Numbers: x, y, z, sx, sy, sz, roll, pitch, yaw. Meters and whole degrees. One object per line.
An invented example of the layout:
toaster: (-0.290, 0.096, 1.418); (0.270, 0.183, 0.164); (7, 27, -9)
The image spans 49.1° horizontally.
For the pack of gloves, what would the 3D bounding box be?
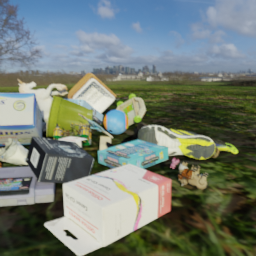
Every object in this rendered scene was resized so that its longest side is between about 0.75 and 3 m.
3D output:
pack of gloves: (-1.377, 0.003, 11.378); (1.115, 0.262, 1.327); (24, -14, 43)

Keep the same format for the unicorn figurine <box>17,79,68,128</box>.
unicorn figurine: (-3.638, -1.202, 12.648); (2.035, 2.962, 1.094); (-19, 2, -7)

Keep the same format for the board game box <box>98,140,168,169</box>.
board game box: (0.182, 0.908, 9.264); (1.888, 0.443, 1.425); (-13, 18, -42)

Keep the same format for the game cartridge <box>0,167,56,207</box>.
game cartridge: (-3.349, 1.472, 7.327); (2.828, 0.543, 1.833); (-1, 8, -12)

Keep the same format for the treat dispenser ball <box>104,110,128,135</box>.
treat dispenser ball: (-0.589, -0.271, 13.518); (1.189, 1.189, 1.189); (0, 13, 0)

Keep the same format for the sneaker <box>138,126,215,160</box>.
sneaker: (1.776, 0.570, 10.563); (2.857, 1.064, 1.209); (13, 7, 13)

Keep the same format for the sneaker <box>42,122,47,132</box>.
sneaker: (-5.167, -0.183, 13.240); (2.804, 1.149, 1.048); (-1, 13, -2)

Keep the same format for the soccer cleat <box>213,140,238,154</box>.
soccer cleat: (3.761, 0.783, 10.861); (0.958, 0.401, 0.310); (26, 46, 23)

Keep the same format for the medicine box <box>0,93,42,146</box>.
medicine box: (-4.632, -0.248, 10.724); (2.351, 1.329, 2.581); (-3, -17, -12)

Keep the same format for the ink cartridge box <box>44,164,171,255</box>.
ink cartridge box: (-0.397, 1.591, 6.038); (2.478, 0.836, 1.443); (-12, 17, -42)

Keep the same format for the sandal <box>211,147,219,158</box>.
sandal: (3.201, 0.893, 10.406); (0.273, 0.406, 1.012); (30, 7, -1)

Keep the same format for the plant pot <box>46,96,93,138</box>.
plant pot: (-2.653, -0.373, 13.046); (1.889, 1.962, 1.962); (10, 11, -9)

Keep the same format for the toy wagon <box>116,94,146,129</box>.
toy wagon: (-0.186, -0.726, 15.067); (2.361, 0.467, 1.832); (-29, 45, 19)

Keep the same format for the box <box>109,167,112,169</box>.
box: (-0.010, 1.107, 9.774); (1.462, 0.156, 1.195); (-3, 13, -12)

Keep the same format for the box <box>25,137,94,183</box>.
box: (-1.899, 0.880, 7.676); (1.372, 0.806, 1.350); (12, 10, -37)

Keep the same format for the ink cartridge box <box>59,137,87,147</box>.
ink cartridge box: (-2.379, 0.785, 10.181); (0.997, 0.573, 1.702); (6, 14, 35)

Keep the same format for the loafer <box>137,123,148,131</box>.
loafer: (0.927, 0.067, 14.006); (0.428, 0.440, 1.205); (10, 11, -44)

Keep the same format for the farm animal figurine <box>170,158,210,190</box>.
farm animal figurine: (1.682, 1.350, 7.916); (0.913, 0.569, 1.131); (15, 9, -11)

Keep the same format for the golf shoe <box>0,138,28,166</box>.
golf shoe: (-3.657, 0.966, 9.314); (1.045, 0.842, 2.150); (35, -12, -12)

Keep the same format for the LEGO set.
LEGO set: (-2.226, 0.087, 11.528); (1.683, 0.975, 1.294); (-6, -28, 11)

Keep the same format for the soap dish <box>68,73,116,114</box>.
soap dish: (-2.201, -1.996, 17.078); (2.548, 2.005, 1.035); (39, 10, -48)

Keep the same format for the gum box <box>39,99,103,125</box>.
gum box: (-3.159, -0.901, 15.292); (2.835, 0.632, 2.409); (6, -15, 21)

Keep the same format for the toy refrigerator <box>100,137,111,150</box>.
toy refrigerator: (-0.904, 0.691, 11.115); (0.435, 0.401, 1.147); (2, 14, -6)

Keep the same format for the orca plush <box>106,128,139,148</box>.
orca plush: (0.096, 0.398, 11.021); (2.342, 0.832, 1.232); (-6, 13, -40)
